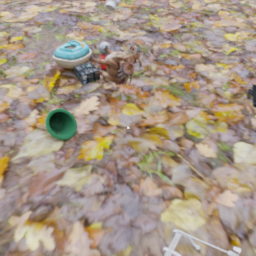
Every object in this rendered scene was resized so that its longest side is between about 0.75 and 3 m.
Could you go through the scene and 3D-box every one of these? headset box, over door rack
[{"bbox_3d":[-2.034,-2.702,13.713,0.957,0.510,1.099,-22,46,-22],"label":"headset box"},{"bbox_3d":[1.656,3.350,6.802,1.796,0.598,1.327,5,37,37],"label":"over door rack"}]

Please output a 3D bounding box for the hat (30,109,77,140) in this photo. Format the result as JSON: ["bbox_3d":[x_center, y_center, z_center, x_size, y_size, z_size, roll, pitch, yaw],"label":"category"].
[{"bbox_3d":[-2.863,-0.070,11.040,1.431,1.260,1.185,47,59,-12],"label":"hat"}]

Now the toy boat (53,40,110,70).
[{"bbox_3d":[-2.262,-3.849,14.285,2.827,1.314,2.376,11,34,11],"label":"toy boat"}]

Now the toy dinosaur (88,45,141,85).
[{"bbox_3d":[-0.325,-1.922,9.394,1.576,2.325,0.998,34,78,11],"label":"toy dinosaur"}]

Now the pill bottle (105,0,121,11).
[{"bbox_3d":[-0.573,-5.662,12.014,0.627,0.627,1.202,17,81,18],"label":"pill bottle"}]

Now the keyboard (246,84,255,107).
[{"bbox_3d":[5.786,-1.434,12.552,0.976,0.208,1.625,16,43,8],"label":"keyboard"}]
